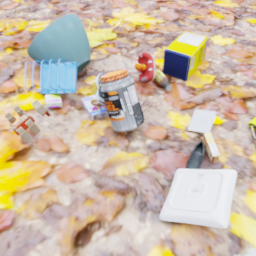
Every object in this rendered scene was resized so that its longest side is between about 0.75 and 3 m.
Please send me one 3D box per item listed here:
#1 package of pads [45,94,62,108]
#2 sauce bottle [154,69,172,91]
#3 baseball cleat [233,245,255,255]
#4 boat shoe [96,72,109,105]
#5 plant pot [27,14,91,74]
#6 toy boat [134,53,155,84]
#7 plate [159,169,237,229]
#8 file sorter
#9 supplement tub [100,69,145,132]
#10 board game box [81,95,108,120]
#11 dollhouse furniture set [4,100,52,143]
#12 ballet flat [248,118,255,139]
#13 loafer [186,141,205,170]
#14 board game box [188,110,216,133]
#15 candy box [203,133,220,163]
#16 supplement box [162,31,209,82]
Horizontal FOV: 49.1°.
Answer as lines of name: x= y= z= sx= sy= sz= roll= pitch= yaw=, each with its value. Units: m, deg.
package of pads: x=-3.127 y=-1.118 z=11.675 sx=0.636 sy=0.281 sz=0.824 roll=-6 pitch=33 yaw=-16
sauce bottle: x=1.535 y=-2.163 z=12.695 sx=0.481 sy=0.481 sz=1.487 roll=-14 pitch=41 yaw=-15
baseball cleat: x=3.871 y=3.352 z=6.735 sx=2.668 sy=0.930 sz=1.420 roll=-17 pitch=53 yaw=-5
boat shoe: x=-0.811 y=-1.935 z=11.643 sx=0.781 sy=1.002 sz=2.208 roll=22 pitch=34 yaw=-20
plant pot: x=-2.817 y=-3.450 z=12.817 sx=1.910 sy=2.836 sz=2.836 roll=51 pitch=54 yaw=-4
toy boat: x=0.652 y=-2.675 z=12.384 sx=0.877 sy=1.342 sz=0.876 roll=4 pitch=-11 yaw=-41
plate: x=1.943 y=1.814 z=7.871 sx=1.897 sy=0.307 sz=1.901 roll=-5 pitch=38 yaw=35
file sorter: x=-3.139 y=-2.082 z=11.318 sx=1.809 sy=1.255 sz=1.110 roll=2 pitch=0 yaw=26
supplement tub: x=-0.230 y=-0.991 z=10.154 sx=1.258 sy=2.053 sz=1.258 roll=-15 pitch=17 yaw=5
board game box: x=-1.160 y=-0.946 z=11.611 sx=1.230 sy=0.253 sz=1.227 roll=-20 pitch=47 yaw=-20
dollhouse furniture set: x=-3.189 y=-0.250 z=9.132 sx=1.245 sy=0.648 sz=1.258 roll=-44 pitch=53 yaw=-12
ballet flat: x=4.949 y=0.351 z=10.064 sx=0.666 sy=0.664 sz=1.986 roll=-22 pitch=41 yaw=8
loafer: x=2.264 y=0.997 z=9.369 sx=0.468 sy=0.484 sz=1.379 roll=17 pitch=49 yaw=19
board game box: x=2.771 y=-0.235 z=10.455 sx=0.896 sy=0.116 sz=0.896 roll=11 pitch=72 yaw=43
candy box: x=2.818 y=0.681 z=9.547 sx=0.253 sy=0.528 sz=0.914 roll=-13 pitch=57 yaw=0
supplement box: x=2.787 y=-3.511 z=13.563 sx=1.287 sy=1.294 sz=2.364 roll=24 pitch=50 yaw=23
